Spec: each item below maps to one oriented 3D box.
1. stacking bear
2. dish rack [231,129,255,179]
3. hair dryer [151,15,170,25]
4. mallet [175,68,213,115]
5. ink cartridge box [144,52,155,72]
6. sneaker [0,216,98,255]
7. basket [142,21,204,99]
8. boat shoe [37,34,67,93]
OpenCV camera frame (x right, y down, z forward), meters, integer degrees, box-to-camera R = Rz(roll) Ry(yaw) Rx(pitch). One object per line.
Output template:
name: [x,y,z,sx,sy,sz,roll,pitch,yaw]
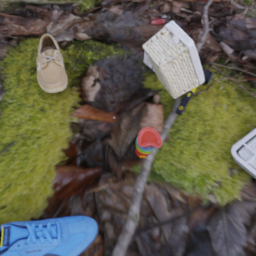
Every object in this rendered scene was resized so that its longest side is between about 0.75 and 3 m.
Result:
stacking bear: [0.453,0.471,7.447,0.621,1.022,0.581,3,60,-9]
dish rack: [4.315,0.840,8.052,2.331,0.508,2.001,-32,55,-22]
hair dryer: [1.476,-5.156,13.445,0.992,0.269,0.755,-34,40,-30]
mallet: [2.394,-1.289,10.017,0.782,0.489,2.376,20,57,11]
ink cartridge box: [1.399,-2.621,10.995,0.990,0.576,1.367,-26,54,-21]
sneaker: [-2.103,2.529,6.259,2.896,1.135,0.955,-11,48,-11]
basket: [1.352,-1.933,8.329,1.137,1.843,1.249,-33,54,5]
boat shoe: [-2.844,-2.350,10.061,1.018,0.921,2.856,-12,48,-14]
